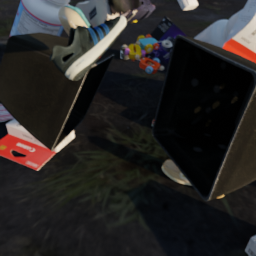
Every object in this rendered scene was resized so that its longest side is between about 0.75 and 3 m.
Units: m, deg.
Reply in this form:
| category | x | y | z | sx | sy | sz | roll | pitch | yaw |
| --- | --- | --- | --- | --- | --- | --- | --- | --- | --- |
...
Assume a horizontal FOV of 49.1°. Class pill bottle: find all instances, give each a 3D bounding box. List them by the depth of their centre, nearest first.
| category | x | y | z | sx | sy | sz | roll | pitch | yaw |
| --- | --- | --- | --- | --- | --- | --- | --- | --- | --- |
| pill bottle | 2.595 | -2.212 | 7.967 | 1.414 | 1.414 | 2.474 | -24 | -1 | -29 |
| pill bottle | -2.943 | -3.624 | 9.450 | 1.530 | 2.813 | 1.530 | 22 | 42 | -22 |

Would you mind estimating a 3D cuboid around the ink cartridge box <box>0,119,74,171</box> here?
| category | x | y | z | sx | sy | sz | roll | pitch | yaw |
| --- | --- | --- | --- | --- | --- | --- | --- | --- | --- |
| ink cartridge box | -3.060 | 0.320 | 8.859 | 2.057 | 0.460 | 1.812 | 16 | 38 | 21 |

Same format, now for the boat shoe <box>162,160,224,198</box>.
| category | x | y | z | sx | sy | sz | roll | pitch | yaw |
| --- | --- | --- | --- | --- | --- | --- | --- | --- | --- |
| boat shoe | 1.767 | 1.197 | 7.513 | 1.812 | 0.627 | 0.668 | 20 | 41 | 25 |

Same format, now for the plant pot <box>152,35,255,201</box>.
| category | x | y | z | sx | sy | sz | roll | pitch | yaw |
| --- | --- | --- | --- | --- | --- | --- | --- | --- | --- |
| plant pot | 2.163 | -0.314 | 5.751 | 2.163 | 2.432 | 2.438 | -1 | 30 | -22 |

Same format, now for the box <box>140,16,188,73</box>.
| category | x | y | z | sx | sy | sz | roll | pitch | yaw |
| --- | --- | --- | --- | --- | --- | --- | --- | --- | --- |
| box | 1.564 | -2.565 | 9.529 | 1.947 | 1.374 | 0.768 | 26 | 28 | -35 |

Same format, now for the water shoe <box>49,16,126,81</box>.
| category | x | y | z | sx | sy | sz | roll | pitch | yaw |
| --- | --- | --- | --- | --- | --- | --- | --- | --- | --- |
| water shoe | -0.557 | -1.365 | 4.191 | 0.593 | 0.538 | 1.504 | 40 | 56 | -11 |

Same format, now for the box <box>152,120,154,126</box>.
| category | x | y | z | sx | sy | sz | roll | pitch | yaw |
| --- | --- | --- | --- | --- | --- | --- | --- | --- | --- |
| box | 1.549 | -0.267 | 9.820 | 0.867 | 0.253 | 1.266 | 27 | 44 | 32 |

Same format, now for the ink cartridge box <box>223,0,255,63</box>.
| category | x | y | z | sx | sy | sz | roll | pitch | yaw |
| --- | --- | --- | --- | --- | --- | --- | --- | --- | --- |
| ink cartridge box | 3.191 | -1.884 | 6.471 | 1.855 | 2.318 | 0.548 | 18 | 17 | -27 |

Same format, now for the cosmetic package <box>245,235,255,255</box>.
| category | x | y | z | sx | sy | sz | roll | pitch | yaw |
| --- | --- | --- | --- | --- | --- | --- | --- | --- | --- |
| cosmetic package | 3.424 | 2.908 | 5.243 | 0.932 | 0.572 | 2.259 | -16 | 39 | -22 |

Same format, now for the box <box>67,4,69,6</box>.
| category | x | y | z | sx | sy | sz | roll | pitch | yaw |
| --- | --- | --- | --- | --- | --- | --- | --- | --- | --- |
| box | -2.102 | -4.059 | 10.084 | 0.495 | 0.530 | 2.559 | -49 | 59 | 7 |

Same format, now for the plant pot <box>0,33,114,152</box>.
| category | x | y | z | sx | sy | sz | roll | pitch | yaw |
| --- | --- | --- | --- | --- | --- | --- | --- | --- | --- |
| plant pot | -1.730 | -1.050 | 6.292 | 1.799 | 2.023 | 2.028 | 28 | 24 | -2 |

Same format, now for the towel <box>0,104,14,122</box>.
| category | x | y | z | sx | sy | sz | roll | pitch | yaw |
| --- | --- | --- | --- | --- | --- | --- | --- | --- | --- |
| towel | -4.215 | -0.728 | 10.505 | 1.152 | 0.236 | 1.575 | -7 | 34 | -11 |

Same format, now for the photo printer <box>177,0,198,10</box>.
| category | x | y | z | sx | sy | sz | roll | pitch | yaw |
| --- | --- | --- | --- | --- | --- | --- | --- | --- | --- |
| photo printer | 2.082 | -4.978 | 10.436 | 0.390 | 1.124 | 0.935 | -24 | 5 | 41 |

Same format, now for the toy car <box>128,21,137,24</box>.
| category | x | y | z | sx | sy | sz | roll | pitch | yaw |
| --- | --- | --- | --- | --- | --- | --- | --- | --- | --- |
| toy car | -0.981 | -4.479 | 10.345 | 2.432 | 2.288 | 0.542 | -21 | 2 | 34 |

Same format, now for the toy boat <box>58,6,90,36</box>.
| category | x | y | z | sx | sy | sz | roll | pitch | yaw |
| --- | --- | --- | --- | --- | --- | --- | --- | --- | --- |
| toy boat | -0.975 | -2.389 | 6.767 | 1.390 | 1.169 | 0.646 | 32 | 77 | 25 |

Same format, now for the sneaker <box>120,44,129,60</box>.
| category | x | y | z | sx | sy | sz | roll | pitch | yaw |
| --- | --- | --- | --- | --- | --- | --- | --- | --- | --- |
| sneaker | -0.206 | -3.996 | 14.586 | 0.446 | 0.608 | 1.343 | -3 | 37 | -3 |

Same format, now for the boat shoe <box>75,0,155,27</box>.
| category | x | y | z | sx | sy | sz | roll | pitch | yaw |
| --- | --- | --- | --- | --- | --- | --- | --- | --- | --- |
| boat shoe | -0.462 | -3.011 | 7.538 | 1.353 | 1.089 | 2.917 | -14 | 15 | -25 |

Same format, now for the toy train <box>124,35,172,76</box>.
| category | x | y | z | sx | sy | sz | roll | pitch | yaw |
| --- | --- | --- | --- | --- | --- | --- | --- | --- | --- |
| toy train | 0.581 | -2.045 | 8.009 | 1.241 | 0.459 | 1.652 | 24 | 48 | 9 |
